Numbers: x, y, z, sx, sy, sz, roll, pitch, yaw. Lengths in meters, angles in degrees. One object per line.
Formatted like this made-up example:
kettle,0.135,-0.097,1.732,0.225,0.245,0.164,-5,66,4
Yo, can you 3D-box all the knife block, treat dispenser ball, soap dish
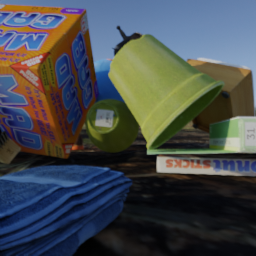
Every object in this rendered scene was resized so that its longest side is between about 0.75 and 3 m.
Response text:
knife block,-3.280,0.240,6.547,1.540,0.493,1.352,2,-40,44
treat dispenser ball,-0.713,-1.262,10.526,2.595,2.595,2.595,0,1,0
soap dish,2.173,-0.614,6.786,0.831,2.047,1.611,-45,44,-20

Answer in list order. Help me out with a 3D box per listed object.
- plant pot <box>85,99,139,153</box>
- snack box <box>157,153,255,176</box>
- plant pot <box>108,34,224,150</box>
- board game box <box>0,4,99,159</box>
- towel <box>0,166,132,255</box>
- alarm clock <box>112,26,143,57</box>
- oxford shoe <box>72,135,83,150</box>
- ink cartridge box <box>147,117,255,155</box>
plant pot,-0.490,-0.146,7.120,1.476,1.476,1.578,0,-7,4
snack box,2.053,0.691,5.428,2.884,0.351,1.037,0,0,13
plant pot,0.588,-0.835,5.657,1.916,1.762,1.916,-38,-13,-10
board game box,-2.715,-1.329,7.597,2.857,2.854,2.855,8,46,11
towel,-0.888,0.654,2.218,1.252,0.544,2.242,-1,1,19
alarm clock,0.481,-1.379,7.849,1.892,0.934,2.806,50,-3,47
oxford shoe,-2.265,0.482,10.589,1.689,0.613,0.601,1,1,40
ink cartridge box,1.791,0.184,5.330,2.833,0.679,2.062,2,-3,4
